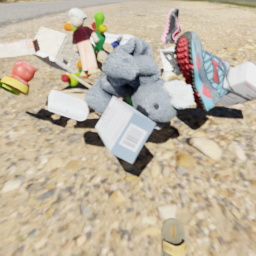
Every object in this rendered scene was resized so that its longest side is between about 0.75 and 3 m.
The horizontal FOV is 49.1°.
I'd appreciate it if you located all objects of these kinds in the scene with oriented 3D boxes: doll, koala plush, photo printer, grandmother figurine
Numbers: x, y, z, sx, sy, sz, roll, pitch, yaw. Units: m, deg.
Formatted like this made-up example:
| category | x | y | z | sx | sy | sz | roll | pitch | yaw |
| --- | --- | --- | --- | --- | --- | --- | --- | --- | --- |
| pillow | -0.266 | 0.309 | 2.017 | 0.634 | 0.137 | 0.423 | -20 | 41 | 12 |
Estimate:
| category | x | y | z | sx | sy | sz | roll | pitch | yaw |
| --- | --- | --- | --- | --- | --- | --- | --- | --- | --- |
| doll | -0.489 | -2.520 | 8.845 | 0.364 | 1.024 | 1.501 | 34 | 23 | -4 |
| koala plush | 0.512 | -1.110 | 8.044 | 2.474 | 2.194 | 2.273 | 39 | 49 | -2 |
| photo printer | -1.559 | -0.576 | 7.378 | 1.055 | 0.366 | 0.878 | 18 | 20 | -23 |
| grandmother figurine | -1.381 | -2.665 | 8.677 | 1.215 | 2.004 | 0.607 | -8 | 12 | 32 |

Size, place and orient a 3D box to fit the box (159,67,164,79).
| category | x | y | z | sx | sy | sz | roll | pitch | yaw |
| --- | --- | --- | --- | --- | --- | --- | --- | --- | --- |
| box | 0.655 | -2.071 | 11.710 | 2.202 | 1.046 | 0.856 | 0 | 12 | -5 |

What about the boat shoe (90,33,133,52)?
| category | x | y | z | sx | sy | sz | roll | pitch | yaw |
| --- | --- | --- | --- | --- | --- | --- | --- | --- | --- |
| boat shoe | -0.688 | -3.562 | 12.726 | 2.880 | 1.064 | 1.228 | 12 | 78 | 6 |

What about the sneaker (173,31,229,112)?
| category | x | y | z | sx | sy | sz | roll | pitch | yaw |
| --- | --- | --- | --- | --- | --- | --- | --- | --- | --- |
| sneaker | 2.396 | -1.911 | 8.772 | 1.382 | 2.893 | 1.147 | -33 | 42 | -2 |

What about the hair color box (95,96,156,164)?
| category | x | y | z | sx | sy | sz | roll | pitch | yaw |
| --- | --- | --- | --- | --- | --- | --- | --- | --- | --- |
| hair color box | -0.164 | -0.043 | 7.004 | 0.648 | 1.058 | 2.137 | 29 | 6 | -21 |

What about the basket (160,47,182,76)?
| category | x | y | z | sx | sy | sz | roll | pitch | yaw |
| --- | --- | --- | --- | --- | --- | --- | --- | --- | --- |
| basket | 1.711 | -2.366 | 9.797 | 0.739 | 0.919 | 0.910 | -22 | 21 | -19 |

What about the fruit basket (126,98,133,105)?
| category | x | y | z | sx | sy | sz | roll | pitch | yaw |
| --- | --- | --- | --- | --- | --- | --- | --- | --- | --- |
| fruit basket | 0.453 | -1.656 | 13.708 | 1.210 | 0.873 | 1.210 | 2 | 49 | -3 |

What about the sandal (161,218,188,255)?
| category | x | y | z | sx | sy | sz | roll | pitch | yaw |
| --- | --- | --- | --- | --- | --- | --- | --- | --- | --- |
| sandal | 1.136 | 2.829 | 6.664 | 0.739 | 0.497 | 1.839 | 1 | 32 | 2 |

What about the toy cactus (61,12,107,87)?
| category | x | y | z | sx | sy | sz | roll | pitch | yaw |
| --- | --- | --- | --- | --- | --- | --- | --- | --- | --- |
| toy cactus | -1.439 | -2.692 | 10.398 | 1.493 | 2.920 | 2.409 | 6 | -13 | 26 |

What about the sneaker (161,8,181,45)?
| category | x | y | z | sx | sy | sz | roll | pitch | yaw |
| --- | --- | --- | --- | --- | --- | --- | --- | --- | --- |
| sneaker | 1.931 | -4.168 | 11.574 | 0.727 | 1.524 | 0.602 | 19 | 9 | 35 |

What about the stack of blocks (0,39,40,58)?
| category | x | y | z | sx | sy | sz | roll | pitch | yaw |
| --- | --- | --- | --- | --- | --- | --- | --- | --- | --- |
| stack of blocks | -3.725 | -2.615 | 9.246 | 1.405 | 0.411 | 0.809 | -8 | 24 | -1 |

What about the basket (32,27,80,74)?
| category | x | y | z | sx | sy | sz | roll | pitch | yaw |
| --- | --- | --- | --- | --- | --- | --- | --- | --- | --- |
| basket | -2.934 | -3.147 | 11.482 | 1.507 | 1.212 | 1.494 | 22 | -3 | 25 |

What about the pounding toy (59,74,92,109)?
| category | x | y | z | sx | sy | sz | roll | pitch | yaw |
| --- | --- | --- | --- | --- | --- | --- | --- | --- | --- |
| pounding toy | -1.692 | -1.176 | 9.421 | 1.805 | 1.036 | 1.032 | -4 | -4 | 21 |

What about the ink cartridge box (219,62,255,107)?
| category | x | y | z | sx | sy | sz | roll | pitch | yaw |
| --- | --- | --- | --- | --- | --- | --- | --- | --- | --- |
| ink cartridge box | 3.950 | -1.504 | 10.187 | 1.322 | 0.770 | 1.829 | 23 | -21 | -27 |

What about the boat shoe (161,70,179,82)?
| category | x | y | z | sx | sy | sz | roll | pitch | yaw |
| --- | --- | --- | --- | --- | --- | --- | --- | --- | --- |
| boat shoe | 1.276 | -1.195 | 9.262 | 0.584 | 1.584 | 0.548 | -13 | 49 | -20 |

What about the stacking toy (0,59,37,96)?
| category | x | y | z | sx | sy | sz | roll | pitch | yaw |
| --- | --- | --- | --- | --- | --- | --- | --- | --- | --- |
| stacking toy | -3.908 | -1.814 | 8.527 | 2.109 | 0.891 | 1.909 | 28 | -11 | -22 |
